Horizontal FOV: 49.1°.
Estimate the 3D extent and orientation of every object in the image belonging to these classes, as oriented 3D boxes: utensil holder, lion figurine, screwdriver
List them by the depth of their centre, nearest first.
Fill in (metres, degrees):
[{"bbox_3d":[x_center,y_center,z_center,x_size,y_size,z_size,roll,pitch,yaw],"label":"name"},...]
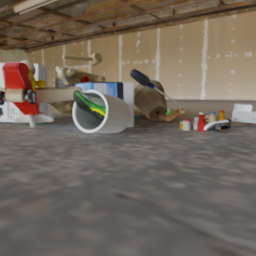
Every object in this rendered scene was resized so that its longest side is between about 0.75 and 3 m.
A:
[{"bbox_3d":[-0.671,-0.401,7.657,1.109,1.109,1.304,4,0,29],"label":"utensil holder"},{"bbox_3d":[1.079,-1.405,10.299,2.663,0.371,0.387,28,8,-34],"label":"screwdriver"},{"bbox_3d":[1.742,-0.471,11.057,1.047,0.379,0.641,-37,31,-12],"label":"lion figurine"}]

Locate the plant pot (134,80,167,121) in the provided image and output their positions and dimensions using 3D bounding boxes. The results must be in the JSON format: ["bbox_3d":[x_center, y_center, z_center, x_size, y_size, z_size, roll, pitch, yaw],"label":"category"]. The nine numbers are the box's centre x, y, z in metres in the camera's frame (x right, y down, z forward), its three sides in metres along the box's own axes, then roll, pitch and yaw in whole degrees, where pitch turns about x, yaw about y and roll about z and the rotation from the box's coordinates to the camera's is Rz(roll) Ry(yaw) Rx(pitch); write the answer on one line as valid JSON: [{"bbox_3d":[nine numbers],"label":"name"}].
[{"bbox_3d":[0.995,-1.032,11.542,1.444,1.444,1.253,-3,46,-23],"label":"plant pot"}]

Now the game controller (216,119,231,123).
[{"bbox_3d":[3.382,-0.280,10.630,0.946,0.199,0.493,0,19,-8],"label":"game controller"}]

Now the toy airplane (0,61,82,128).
[{"bbox_3d":[-3.015,-1.118,8.408,2.495,1.768,2.506,-19,-23,38],"label":"toy airplane"}]

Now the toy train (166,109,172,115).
[{"bbox_3d":[2.126,-0.895,15.318,0.206,0.278,0.987,-3,7,-21],"label":"toy train"}]

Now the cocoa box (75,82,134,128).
[{"bbox_3d":[-0.901,-0.825,9.755,1.485,1.509,2.263,-4,8,-22],"label":"cocoa box"}]

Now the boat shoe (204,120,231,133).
[{"bbox_3d":[2.636,-0.002,8.180,0.854,0.299,0.283,-9,52,-21],"label":"boat shoe"}]

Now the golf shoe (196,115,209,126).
[{"bbox_3d":[2.736,-0.197,9.824,1.022,0.395,0.450,-12,35,-45],"label":"golf shoe"}]

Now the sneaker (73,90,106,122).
[{"bbox_3d":[-0.915,-0.615,7.197,1.131,0.482,0.441,34,-30,-7],"label":"sneaker"}]

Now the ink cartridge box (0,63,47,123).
[{"bbox_3d":[-4.614,-1.289,10.419,2.940,2.129,1.234,2,5,0],"label":"ink cartridge box"}]

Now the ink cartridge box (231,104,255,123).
[{"bbox_3d":[3.868,-0.434,8.965,0.978,0.245,1.126,5,-14,18],"label":"ink cartridge box"}]

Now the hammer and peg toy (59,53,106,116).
[{"bbox_3d":[-1.941,-1.798,11.671,2.046,2.781,0.981,6,-13,-35],"label":"hammer and peg toy"}]

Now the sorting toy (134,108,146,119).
[{"bbox_3d":[0.044,-0.715,13.652,1.975,0.355,2.651,-15,15,-38],"label":"sorting toy"}]

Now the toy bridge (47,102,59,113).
[{"bbox_3d":[-3.469,-1.121,12.764,0.673,0.273,2.003,30,-11,2],"label":"toy bridge"}]

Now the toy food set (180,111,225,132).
[{"bbox_3d":[2.257,-0.233,8.698,1.393,0.627,0.665,4,8,29],"label":"toy food set"}]
